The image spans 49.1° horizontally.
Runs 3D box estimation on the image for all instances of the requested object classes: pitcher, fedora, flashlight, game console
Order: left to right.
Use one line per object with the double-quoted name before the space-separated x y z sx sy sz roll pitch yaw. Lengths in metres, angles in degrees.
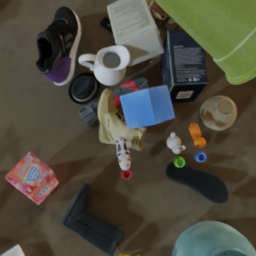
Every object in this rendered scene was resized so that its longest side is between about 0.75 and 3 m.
"fedora" -1.597 -1.425 9.736 1.217 0.556 1.217 -1 82 9
"pitcher" -0.806 -2.035 9.189 1.543 1.798 1.090 1 85 -7
"flashlight" -0.414 -0.852 9.597 2.515 0.851 0.854 -37 124 -5
"game console" -0.452 -3.743 10.561 1.286 0.155 0.759 38 80 6

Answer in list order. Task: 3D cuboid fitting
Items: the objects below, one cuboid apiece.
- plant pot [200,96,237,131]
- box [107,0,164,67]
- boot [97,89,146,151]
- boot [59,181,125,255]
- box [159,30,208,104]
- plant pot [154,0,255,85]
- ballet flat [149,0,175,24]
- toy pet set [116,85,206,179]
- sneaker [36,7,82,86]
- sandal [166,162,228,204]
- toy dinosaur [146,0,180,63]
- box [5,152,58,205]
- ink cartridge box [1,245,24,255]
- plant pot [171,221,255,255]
"plant pot" 3.151 -0.588 9.502 1.224 0.822 1.224 0 77 0
"box" 0.225 -3.292 9.296 1.320 1.125 2.065 -20 55 11
"boot" -0.168 -0.211 8.862 1.530 0.717 1.969 14 122 18
"boot" -0.932 2.825 8.755 1.929 0.633 1.590 30 92 10
"box" 1.753 -1.952 9.272 1.150 1.856 1.825 -4 77 -2
"plant pot" 2.130 -2.888 6.231 2.714 2.858 2.858 31 79 -8
"ballet flat" 1.430 -4.143 10.188 1.475 0.555 0.500 23 41 -10
"toy pet set" 0.943 0.155 8.174 2.811 1.493 2.625 -14 94 -5
"sneaker" -2.411 -3.051 9.508 1.131 1.308 2.987 -9 71 24
"sandal" 2.267 1.750 9.194 2.133 0.510 0.802 27 79 19
"toy dinosaur" 1.160 -3.851 10.366 1.304 0.702 2.958 -10 80 2
"box" -2.810 1.575 8.387 0.891 1.882 0.966 38 67 7
"ink cartridge box" -3.420 4.526 8.565 0.845 0.390 1.551 -32 80 -7
"plant pot" 2.663 4.105 7.955 2.631 1.763 2.631 0 77 -1
